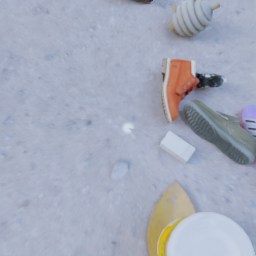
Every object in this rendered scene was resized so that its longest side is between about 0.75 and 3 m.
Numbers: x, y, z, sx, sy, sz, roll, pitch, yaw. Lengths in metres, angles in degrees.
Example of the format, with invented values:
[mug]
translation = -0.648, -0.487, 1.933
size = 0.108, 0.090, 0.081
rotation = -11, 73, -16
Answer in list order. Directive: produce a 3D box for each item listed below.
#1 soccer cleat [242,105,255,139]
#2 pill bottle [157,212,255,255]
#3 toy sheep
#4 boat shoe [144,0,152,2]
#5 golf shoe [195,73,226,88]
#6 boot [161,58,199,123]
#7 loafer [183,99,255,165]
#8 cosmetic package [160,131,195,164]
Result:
[soccer cleat]
translation = 4.076, 0.342, 7.749
size = 0.912, 1.045, 2.733
rotation = -12, 59, -5
[pill bottle]
translation = 1.449, 2.701, 6.061
size = 1.530, 2.755, 1.530
rotation = 0, 69, 0
[toy sheep]
translation = 2.126, -3.679, 9.225
size = 1.798, 1.240, 1.240
rotation = -18, 62, 41
[boat shoe]
translation = 0.149, -4.846, 10.044
size = 1.606, 0.578, 0.579
rotation = 5, 59, -9
[golf shoe]
translation = 2.489, -1.486, 8.789
size = 0.574, 0.472, 1.215
rotation = -14, 24, -38
[boot]
translation = 1.550, -1.146, 8.382
size = 1.122, 0.785, 2.093
rotation = 2, 74, 10
[loafer]
translation = 2.692, 0.006, 8.184
size = 2.476, 0.931, 0.863
rotation = 43, 64, 9
[cosmetic package]
translation = 1.427, 0.565, 8.153
size = 0.907, 0.385, 0.488
rotation = 36, 74, 13
